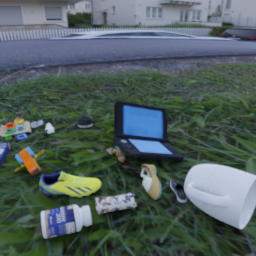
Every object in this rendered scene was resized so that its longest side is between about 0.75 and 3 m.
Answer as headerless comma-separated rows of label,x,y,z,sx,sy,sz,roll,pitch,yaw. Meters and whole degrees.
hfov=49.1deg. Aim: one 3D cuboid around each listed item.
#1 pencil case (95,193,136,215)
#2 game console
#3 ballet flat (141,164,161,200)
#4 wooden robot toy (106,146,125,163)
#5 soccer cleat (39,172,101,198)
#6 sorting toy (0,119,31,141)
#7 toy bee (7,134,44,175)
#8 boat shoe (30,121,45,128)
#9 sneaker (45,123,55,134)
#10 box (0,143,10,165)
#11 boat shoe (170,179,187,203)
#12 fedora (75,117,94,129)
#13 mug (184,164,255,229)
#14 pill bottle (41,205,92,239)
pencil case,-0.399,2.301,8.482,1.251,0.487,0.559,-4,-8,-17
game console,0.847,0.124,11.284,2.634,1.533,2.317,6,19,-27
ballet flat,0.699,1.791,9.459,0.567,0.617,1.798,20,17,-9
wooden robot toy,-0.318,1.104,11.267,0.621,0.639,1.409,-24,-16,33
soccer cleat,-1.903,1.812,9.184,1.999,0.836,0.646,-2,28,-2
sorting toy,-5.548,-0.031,13.791,1.376,0.333,2.444,-9,26,-19
toy bee,-3.791,1.113,10.741,1.214,1.008,1.854,-19,59,-2
boat shoe,-4.516,-0.184,14.037,0.868,0.303,0.288,-18,-15,31
sneaker,-3.883,0.040,13.665,0.392,0.335,0.899,-22,28,-25
box,-5.610,1.242,11.029,1.278,0.342,2.110,-3,24,-5
boat shoe,1.678,2.008,9.350,0.395,0.374,1.128,-2,25,-4
fedora,-2.208,-0.320,14.290,0.964,0.440,0.964,0,24,0
mug,2.516,1.847,8.071,1.832,1.543,2.090,18,8,38
pill bottle,-1.704,2.552,7.752,1.308,0.726,0.726,-8,26,-16
